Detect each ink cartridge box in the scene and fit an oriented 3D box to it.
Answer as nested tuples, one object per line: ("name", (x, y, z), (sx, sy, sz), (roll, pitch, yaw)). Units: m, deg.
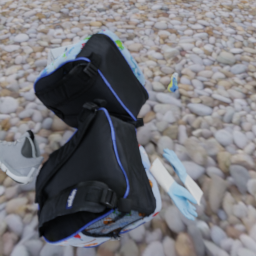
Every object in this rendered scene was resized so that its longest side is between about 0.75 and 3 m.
("ink cartridge box", (-1.607, -2.303, 10.406), (2.501, 1.823, 1.036), (-22, 82, -23))

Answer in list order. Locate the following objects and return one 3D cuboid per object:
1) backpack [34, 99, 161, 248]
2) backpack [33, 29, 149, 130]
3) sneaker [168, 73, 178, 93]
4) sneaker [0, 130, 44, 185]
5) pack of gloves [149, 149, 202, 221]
("backpack", (-0.822, 1.340, 6.527), (2.820, 2.281, 2.961), (-34, 43, 21))
("backpack", (-1.054, -1.216, 8.205), (2.859, 2.617, 2.101), (-12, 40, 40))
("sneaker", (1.815, -1.698, 10.760), (0.289, 0.763, 0.401), (-14, 42, -39))
("sneaker", (-2.891, 0.394, 6.861), (1.988, 0.746, 1.148), (35, 86, 3))
("pack of gloves", (1.376, 1.332, 7.074), (1.743, 0.344, 1.464), (53, 32, -4))
